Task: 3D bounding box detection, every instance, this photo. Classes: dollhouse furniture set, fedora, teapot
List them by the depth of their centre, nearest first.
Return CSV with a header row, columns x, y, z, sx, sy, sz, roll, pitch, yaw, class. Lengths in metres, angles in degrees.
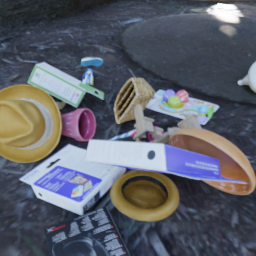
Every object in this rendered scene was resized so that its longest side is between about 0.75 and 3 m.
x,y,z,sx,sy,sz,roll,pitch,yaw,class
0.428,1.899,7.421,1.835,0.748,1.835,-3,34,2,fedora
1.037,0.100,8.604,2.394,1.241,1.060,14,53,-34,dollhouse furniture set
-3.465,-0.143,8.650,2.724,2.724,1.111,6,1,8,fedora
6.200,-2.229,12.394,1.829,1.805,1.336,40,11,14,teapot

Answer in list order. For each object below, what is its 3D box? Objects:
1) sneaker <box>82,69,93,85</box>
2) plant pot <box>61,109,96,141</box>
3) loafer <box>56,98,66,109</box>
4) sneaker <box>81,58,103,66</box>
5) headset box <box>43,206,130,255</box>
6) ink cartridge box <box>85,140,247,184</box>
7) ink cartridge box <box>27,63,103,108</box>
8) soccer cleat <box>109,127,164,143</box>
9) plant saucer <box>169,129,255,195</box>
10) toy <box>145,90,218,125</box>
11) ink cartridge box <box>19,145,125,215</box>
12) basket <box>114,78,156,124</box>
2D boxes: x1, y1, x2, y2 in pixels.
x,y,z,sx,sy,sz,roll,pitch,yaw,class
-1.954,-2.472,13.459,0.524,0.471,1.273,-6,37,-4,sneaker
-1.874,-0.107,9.884,1.034,1.155,1.155,1,34,26,plant pot
-2.791,-1.157,11.796,0.375,0.338,0.991,4,37,1,loafer
-1.923,-3.556,14.916,1.151,0.440,0.465,-2,37,-5,sneaker
-0.790,2.925,6.011,1.545,0.802,2.076,-16,41,-20,headset box
0.962,0.787,6.541,2.814,0.611,2.788,4,-8,39,ink cartridge box
-2.369,-1.553,11.061,2.751,0.816,1.428,26,12,-11,ink cartridge box
0.127,0.430,9.307,2.221,0.776,0.959,-14,2,-26,soccer cleat
2.215,0.834,7.429,2.454,2.454,0.459,28,68,32,plant saucer
2.138,-1.098,11.475,2.778,0.656,1.599,23,42,27,toy
-1.536,1.372,8.086,2.179,0.473,2.158,15,31,26,ink cartridge box
0.020,-1.075,10.285,1.148,1.542,1.100,-16,61,-48,basket
